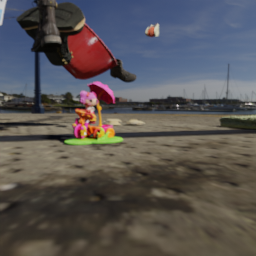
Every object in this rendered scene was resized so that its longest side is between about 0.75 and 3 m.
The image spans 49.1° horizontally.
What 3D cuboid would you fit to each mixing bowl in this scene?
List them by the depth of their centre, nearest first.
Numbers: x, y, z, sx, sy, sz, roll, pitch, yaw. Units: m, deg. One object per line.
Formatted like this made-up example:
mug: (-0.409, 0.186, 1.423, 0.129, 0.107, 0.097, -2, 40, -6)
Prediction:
mixing bowl: (-1.953, -2.888, 10.710, 2.825, 1.530, 2.825, 45, -3, 3)

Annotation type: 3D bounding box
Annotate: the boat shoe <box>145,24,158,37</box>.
boat shoe: (0.777, -3.061, 8.868, 0.337, 0.384, 1.078, 0, 25, 13)

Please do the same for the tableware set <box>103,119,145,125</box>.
tableware set: (-0.221, -0.250, 13.633, 2.077, 0.241, 1.735, 1, 5, 3)

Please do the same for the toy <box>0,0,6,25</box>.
toy: (-3.601, -3.260, 6.314, 0.600, 1.464, 2.542, 24, 16, 21)

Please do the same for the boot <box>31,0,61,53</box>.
boot: (-1.897, -2.485, 6.433, 0.545, 1.370, 1.574, -7, 5, -33)

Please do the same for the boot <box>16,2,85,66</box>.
boot: (-1.927, -2.621, 8.451, 2.775, 1.919, 1.075, 25, 65, 41)

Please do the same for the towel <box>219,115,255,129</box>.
towel: (5.425, -0.269, 11.629, 2.153, 0.530, 2.903, -2, 4, -18)

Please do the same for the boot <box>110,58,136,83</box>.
boot: (-0.335, -2.732, 13.151, 1.485, 0.514, 1.293, 13, -20, 7)

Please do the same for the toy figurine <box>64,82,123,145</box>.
toy figurine: (-0.832, -0.365, 6.556, 1.145, 1.404, 1.525, 3, 6, 41)
